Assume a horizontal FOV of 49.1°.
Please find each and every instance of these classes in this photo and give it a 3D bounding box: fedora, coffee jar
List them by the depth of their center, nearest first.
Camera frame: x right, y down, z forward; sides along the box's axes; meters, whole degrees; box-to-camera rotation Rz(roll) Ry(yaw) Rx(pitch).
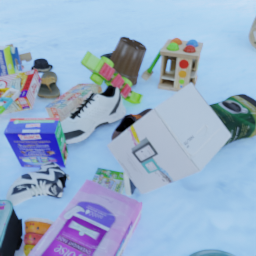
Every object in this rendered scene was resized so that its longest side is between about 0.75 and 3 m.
[{"bbox_3d":[2.854,-0.128,8.576,2.766,1.180,1.442,-17,41,-21],"label":"coffee jar"},{"bbox_3d":[-3.963,-2.900,12.785,1.002,0.458,1.002,0,37,0],"label":"fedora"}]

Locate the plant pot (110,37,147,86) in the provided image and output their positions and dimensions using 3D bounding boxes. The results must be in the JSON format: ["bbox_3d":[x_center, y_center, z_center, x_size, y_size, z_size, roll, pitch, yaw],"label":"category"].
[{"bbox_3d":[-0.049,-2.715,11.258,1.523,1.508,1.523,19,31,-12],"label":"plant pot"}]

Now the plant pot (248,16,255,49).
[{"bbox_3d":[7.563,-5.266,14.368,2.992,2.802,2.802,-40,51,-24],"label":"plant pot"}]

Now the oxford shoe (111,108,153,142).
[{"bbox_3d":[0.289,-0.123,8.871,0.807,0.823,2.268,20,42,24],"label":"oxford shoe"}]

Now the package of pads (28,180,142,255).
[{"bbox_3d":[-0.845,2.281,5.666,1.473,0.925,2.445,16,41,20],"label":"package of pads"}]

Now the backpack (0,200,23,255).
[{"bbox_3d":[-3.325,2.242,5.193,2.149,1.647,1.889,-6,43,1],"label":"backpack"}]

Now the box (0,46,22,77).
[{"bbox_3d":[-5.693,-2.587,11.471,2.520,1.536,0.600,5,32,7],"label":"box"}]

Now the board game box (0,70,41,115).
[{"bbox_3d":[-4.534,-1.191,10.084,2.464,0.570,1.866,-11,40,4],"label":"board game box"}]

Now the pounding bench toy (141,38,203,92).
[{"bbox_3d":[1.687,-2.663,11.344,2.326,1.815,1.445,11,39,15],"label":"pounding bench toy"}]

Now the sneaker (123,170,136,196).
[{"bbox_3d":[0.412,1.001,7.482,0.828,0.735,1.961,4,37,12],"label":"sneaker"}]

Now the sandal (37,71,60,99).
[{"bbox_3d":[-3.235,-1.840,11.278,0.910,0.612,2.265,-7,38,-9],"label":"sandal"}]

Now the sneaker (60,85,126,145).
[{"bbox_3d":[-1.334,-0.480,9.004,1.075,1.166,2.915,23,43,39],"label":"sneaker"}]

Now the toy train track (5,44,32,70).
[{"bbox_3d":[-5.793,-2.814,12.617,2.948,0.480,1.691,-15,69,-9],"label":"toy train track"}]

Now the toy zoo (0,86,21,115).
[{"bbox_3d":[-4.117,-0.926,9.112,0.884,0.138,1.347,8,48,21],"label":"toy zoo"}]

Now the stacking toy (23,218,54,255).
[{"bbox_3d":[-1.908,2.444,5.807,0.747,0.747,1.023,3,54,4],"label":"stacking toy"}]

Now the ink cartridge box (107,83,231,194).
[{"bbox_3d":[0.874,0.300,6.432,1.516,2.067,1.509,-35,88,-39],"label":"ink cartridge box"}]

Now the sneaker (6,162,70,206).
[{"bbox_3d":[-2.117,1.492,6.925,1.015,0.623,1.560,16,30,33],"label":"sneaker"}]

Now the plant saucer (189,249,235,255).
[{"bbox_3d":[1.750,3.083,5.187,1.858,0.255,1.858,0,38,0],"label":"plant saucer"}]

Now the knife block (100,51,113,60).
[{"bbox_3d":[-0.430,-3.395,13.320,1.578,0.575,1.798,9,39,9],"label":"knife block"}]

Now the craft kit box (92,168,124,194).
[{"bbox_3d":[-0.527,1.470,7.334,0.853,0.210,0.864,10,39,9],"label":"craft kit box"}]

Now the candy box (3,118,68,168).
[{"bbox_3d":[-2.388,0.427,7.517,1.292,1.528,0.588,1,50,0],"label":"candy box"}]

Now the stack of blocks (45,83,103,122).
[{"bbox_3d":[-1.851,-0.934,9.944,1.092,0.556,1.897,6,36,32],"label":"stack of blocks"}]

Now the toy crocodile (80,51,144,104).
[{"bbox_3d":[-0.536,-1.668,9.840,0.898,2.660,0.821,-57,32,-12],"label":"toy crocodile"}]
